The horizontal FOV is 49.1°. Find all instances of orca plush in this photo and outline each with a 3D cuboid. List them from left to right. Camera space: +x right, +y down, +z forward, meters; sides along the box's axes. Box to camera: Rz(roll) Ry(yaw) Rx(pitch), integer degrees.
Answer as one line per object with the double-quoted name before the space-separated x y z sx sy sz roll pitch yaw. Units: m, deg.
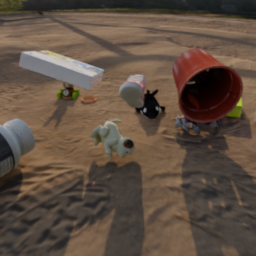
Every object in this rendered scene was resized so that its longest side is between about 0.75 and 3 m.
"orca plush" 1.055 -1.304 12.455 1.319 0.891 2.506 8 30 14

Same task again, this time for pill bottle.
"pill bottle" -4.146 0.810 7.991 1.561 1.561 2.820 18 35 29

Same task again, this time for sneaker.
"sneaker" 0.185 -1.489 9.830 0.795 1.104 2.112 3 -11 10

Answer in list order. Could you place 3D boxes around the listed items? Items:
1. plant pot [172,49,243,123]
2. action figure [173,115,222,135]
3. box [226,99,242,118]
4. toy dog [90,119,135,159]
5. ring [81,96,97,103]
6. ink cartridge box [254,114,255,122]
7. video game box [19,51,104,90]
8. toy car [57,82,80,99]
"plant pot" 2.774 -1.781 10.679 2.320 2.320 2.256 -3 38 -5
"action figure" 2.635 -0.232 10.856 1.879 0.652 1.223 -13 39 -8
"box" 3.656 -1.193 12.527 2.614 0.623 1.594 9 31 15
"toy dog" -0.385 0.453 9.142 1.303 0.909 1.264 35 60 19
"ring" -1.871 -1.355 13.395 0.760 0.073 0.760 0 29 0
"ink cartridge box" 5.663 -0.499 11.227 0.957 0.693 0.404 -2 29 -4
"video game box" -2.300 -2.174 10.263 2.491 0.583 2.269 19 20 0
"toy car" -2.916 -2.029 13.491 0.938 1.142 0.901 3 29 5
